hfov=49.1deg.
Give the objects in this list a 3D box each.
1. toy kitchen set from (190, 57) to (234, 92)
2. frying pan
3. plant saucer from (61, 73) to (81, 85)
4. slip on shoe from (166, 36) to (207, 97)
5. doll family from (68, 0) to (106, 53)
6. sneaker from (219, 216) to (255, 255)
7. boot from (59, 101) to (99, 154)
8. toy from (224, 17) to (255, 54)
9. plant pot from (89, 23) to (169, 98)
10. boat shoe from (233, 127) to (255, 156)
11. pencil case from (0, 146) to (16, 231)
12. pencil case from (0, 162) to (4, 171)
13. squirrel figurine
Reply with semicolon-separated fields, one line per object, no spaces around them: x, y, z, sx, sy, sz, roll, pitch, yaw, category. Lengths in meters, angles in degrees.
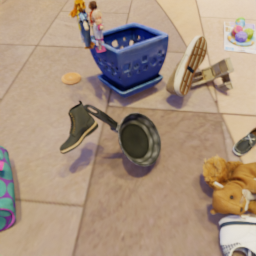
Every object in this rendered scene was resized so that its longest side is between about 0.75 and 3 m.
3.398;-1.940;11.459;1.359;1.506;1.229;-19;90;-17;toy kitchen set
-0.100;0.318;8.341;2.815;0.458;1.703;5;71;-37;frying pan
-2.520;-2.203;12.384;0.843;0.136;0.843;1;46;-1;plant saucer
2.262;-2.430;10.901;0.784;0.984;2.588;14;79;48;slip on shoe
-1.485;-3.654;9.722;1.132;1.559;2.512;-10;35;-6;doll family
3.569;2.852;7.077;2.429;0.928;0.978;-2;51;10;sneaker
-1.665;-0.021;8.275;0.555;0.992;1.434;6;44;49;boot
5.963;-5.015;14.712;1.692;0.694;2.938;9;47;9;toy
0.019;-2.684;11.269;2.398;2.156;2.398;-25;41;-24;plant pot
4.143;0.416;9.617;1.479;0.500;0.531;-31;55;-25;boat shoe
-3.909;1.649;8.010;1.145;1.054;2.477;7;38;-34;pencil case
-4.895;1.322;7.612;2.818;1.245;1.245;-26;45;15;pencil case
2.904;1.662;7.757;1.927;1.461;2.064;-16;30;-26;squirrel figurine
